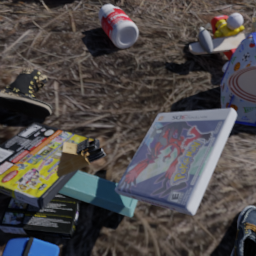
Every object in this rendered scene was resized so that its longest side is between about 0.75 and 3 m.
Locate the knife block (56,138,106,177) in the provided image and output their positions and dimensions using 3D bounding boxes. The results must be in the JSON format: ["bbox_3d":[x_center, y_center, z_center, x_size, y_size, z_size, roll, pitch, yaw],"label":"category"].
[{"bbox_3d":[-1.023,0.685,6.153,0.930,1.059,0.339,14,34,-13],"label":"knife block"}]

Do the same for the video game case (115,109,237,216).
[{"bbox_3d":[1.071,0.636,6.765,2.385,0.301,2.617,-1,50,51],"label":"video game case"}]

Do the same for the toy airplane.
[{"bbox_3d":[4.443,-3.810,12.008,2.885,2.045,2.898,27,59,23],"label":"toy airplane"}]

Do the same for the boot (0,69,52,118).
[{"bbox_3d":[-3.695,-1.386,10.797,2.416,0.884,1.819,12,52,18],"label":"boot"}]

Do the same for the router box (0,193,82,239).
[{"bbox_3d":[-2.388,2.262,7.951,1.986,0.507,1.482,5,50,4],"label":"router box"}]

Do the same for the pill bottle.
[{"bbox_3d":[-0.558,-4.947,13.467,1.291,1.291,2.300,-20,53,-16],"label":"pill bottle"}]

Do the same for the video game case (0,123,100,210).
[{"bbox_3d":[-2.730,0.919,8.453,2.672,0.377,2.956,13,34,21],"label":"video game case"}]

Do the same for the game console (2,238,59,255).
[{"bbox_3d":[-2.622,3.617,7.071,1.225,0.849,1.436,27,49,-18],"label":"game console"}]

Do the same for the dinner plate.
[{"bbox_3d":[4.024,-1.273,8.256,2.113,2.113,0.256,15,73,12],"label":"dinner plate"}]

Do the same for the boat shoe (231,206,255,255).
[{"bbox_3d":[3.214,2.779,7.281,0.684,0.878,1.934,21,53,17],"label":"boat shoe"}]

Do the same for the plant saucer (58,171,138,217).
[{"bbox_3d":[-1.120,1.736,8.190,2.875,0.273,1.005,16,28,9],"label":"plant saucer"}]

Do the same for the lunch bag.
[{"bbox_3d":[4.311,-1.699,9.913,1.595,2.575,2.189,6,50,6],"label":"lunch bag"}]
